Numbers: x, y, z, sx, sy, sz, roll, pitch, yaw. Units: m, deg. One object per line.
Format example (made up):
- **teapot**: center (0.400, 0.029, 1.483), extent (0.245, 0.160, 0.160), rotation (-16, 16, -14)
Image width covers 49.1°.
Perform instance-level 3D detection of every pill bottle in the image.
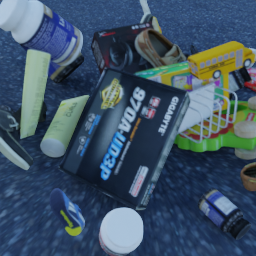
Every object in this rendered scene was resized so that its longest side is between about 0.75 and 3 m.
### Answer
- **pill bottle**: center (-2.931, -3.029, 10.069), extent (1.463, 2.616, 1.463), rotation (-39, 13, 11)
- **pill bottle**: center (3.332, -1.493, 9.196), extent (1.255, 0.702, 0.702), rotation (-27, 34, 22)
- **pill bottle**: center (-0.134, 1.867, 5.024), extent (0.746, 1.288, 0.746), rotation (3, 61, -6)
- **pill bottle**: center (-2.552, -2.869, 8.233), extent (2.256, 1.306, 1.306), rotation (24, 15, -49)
- **pill bottle**: center (2.042, 1.830, 5.969), extent (0.577, 0.577, 1.031), rotation (-23, 45, -25)

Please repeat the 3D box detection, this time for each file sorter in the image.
- **file sorter**: center (2.025, -0.386, 7.291), extent (1.447, 1.004, 0.901), rotation (-26, 37, -28)

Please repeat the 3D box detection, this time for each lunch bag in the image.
- **lunch bag**: center (4.709, -1.755, 10.345), extent (1.036, 0.482, 1.176), rotation (-24, 46, -26)

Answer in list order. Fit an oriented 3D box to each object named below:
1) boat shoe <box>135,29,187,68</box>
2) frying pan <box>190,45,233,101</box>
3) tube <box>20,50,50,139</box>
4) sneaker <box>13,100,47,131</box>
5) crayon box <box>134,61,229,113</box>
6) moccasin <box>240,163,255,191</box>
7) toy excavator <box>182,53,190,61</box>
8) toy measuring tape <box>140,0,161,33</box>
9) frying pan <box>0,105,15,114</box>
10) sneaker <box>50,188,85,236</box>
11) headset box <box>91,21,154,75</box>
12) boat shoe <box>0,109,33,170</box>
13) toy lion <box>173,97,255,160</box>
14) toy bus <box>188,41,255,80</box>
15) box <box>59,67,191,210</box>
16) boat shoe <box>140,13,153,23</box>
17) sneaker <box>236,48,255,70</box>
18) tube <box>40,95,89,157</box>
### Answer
- **boat shoe**: center (1.241, -2.065, 8.469), extent (2.373, 0.852, 0.899), rotation (36, 73, -7)
- **frying pan**: center (2.454, -1.734, 9.836), extent (1.710, 0.460, 2.826), rotation (-21, 61, -27)
- **tube**: center (-2.619, -0.905, 7.692), extent (0.615, 2.368, 0.687), rotation (16, 10, 43)
- **sneaker**: center (-3.044, -0.256, 8.550), extent (0.567, 0.850, 1.483), rotation (26, 74, 36)
- **crayon box**: center (1.587, -1.051, 8.108), extent (2.593, 1.540, 0.755), rotation (-15, 27, -8)
- **moccasin**: center (3.536, 0.888, 6.213), extent (1.999, 0.772, 0.731), rotation (-10, 54, 20)
- **toy excavator**: center (1.392, -2.605, 11.077), extent (1.755, 0.902, 1.805), rotation (19, 6, -8)
- **toy measuring tape**: center (0.681, -4.386, 11.721), extent (1.078, 2.930, 1.078), rotation (-17, 42, 16)
- **frying pan**: center (-3.912, -0.367, 8.911), extent (1.558, 0.254, 0.942), rotation (16, 43, 23)
- **sneaker**: center (-1.205, 1.649, 5.584), extent (0.367, 0.408, 0.993), rotation (-36, 79, 15)
- **headset box**: center (0.186, -1.880, 9.185), extent (2.015, 1.045, 2.707), rotation (-16, 81, -16)
- **boat shoe**: center (-3.132, -0.071, 6.909), extent (0.856, 0.909, 2.532), rotation (-40, 91, -29)
- **toy lion**: center (2.569, -0.114, 8.050), extent (2.484, 0.890, 2.591), rotation (9, 34, 33)
- **toy bus**: center (2.408, -1.740, 7.205), extent (1.660, 0.650, 0.540), rotation (-21, 33, -8)
- **box**: center (-0.097, 0.167, 6.708), extent (2.250, 0.651, 2.830), rotation (22, 83, 24)
- **boat shoe**: center (0.690, -3.096, 10.580), extent (0.782, 2.313, 0.831), rotation (16, 23, 17)
- **sneaker**: center (3.924, -2.663, 11.030), extent (2.707, 1.001, 1.109), rotation (-23, 50, -26)
- **tube**: center (-1.904, -0.235, 8.429), extent (0.762, 0.682, 2.627), rotation (23, 36, -10)
